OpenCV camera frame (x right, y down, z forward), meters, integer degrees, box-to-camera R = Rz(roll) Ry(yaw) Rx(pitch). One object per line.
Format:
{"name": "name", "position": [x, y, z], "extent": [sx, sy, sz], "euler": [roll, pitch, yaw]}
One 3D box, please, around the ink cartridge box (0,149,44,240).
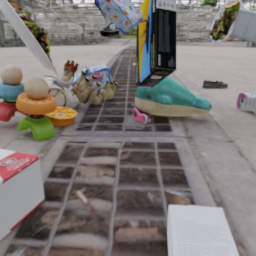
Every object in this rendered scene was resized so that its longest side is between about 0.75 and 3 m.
{"name": "ink cartridge box", "position": [-3.106, 1.112, 4.993], "extent": [2.515, 1.042, 1.846], "euler": [8, 22, 20]}

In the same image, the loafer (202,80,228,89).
{"name": "loafer", "position": [4.809, -2.412, 15.396], "extent": [1.443, 0.454, 0.518], "euler": [-2, 20, -6]}

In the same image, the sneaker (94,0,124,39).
{"name": "sneaker", "position": [-0.831, -4.141, 10.631], "extent": [2.154, 1.244, 0.808], "euler": [39, -2, 25]}

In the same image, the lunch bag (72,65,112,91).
{"name": "lunch bag", "position": [-1.965, -2.590, 14.852], "extent": [2.041, 1.300, 1.735], "euler": [-17, 19, -3]}

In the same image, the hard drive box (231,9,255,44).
{"name": "hard drive box", "position": [4.155, -2.603, 7.656], "extent": [1.576, 0.777, 2.023], "euler": [-1, 30, -23]}

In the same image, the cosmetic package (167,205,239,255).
{"name": "cosmetic package", "position": [0.987, 1.797, 3.779], "extent": [0.863, 0.606, 1.701], "euler": [2, 20, 6]}

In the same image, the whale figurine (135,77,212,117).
{"name": "whale figurine", "position": [1.677, -1.187, 10.415], "extent": [2.843, 1.475, 2.262], "euler": [11, 13, 22]}

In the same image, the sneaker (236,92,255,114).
{"name": "sneaker", "position": [5.195, -0.879, 10.805], "extent": [0.948, 0.863, 2.145], "euler": [2, 18, -16]}

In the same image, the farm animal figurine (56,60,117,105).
{"name": "farm animal figurine", "position": [-1.748, -1.661, 11.893], "extent": [2.533, 1.321, 2.506], "euler": [25, 20, -14]}

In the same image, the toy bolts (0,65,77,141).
{"name": "toy bolts", "position": [-3.088, -1.059, 9.304], "extent": [2.600, 1.803, 2.484], "euler": [19, 25, 23]}

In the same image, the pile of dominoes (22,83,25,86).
{"name": "pile of dominoes", "position": [-5.388, -2.301, 15.072], "extent": [2.999, 0.477, 2.337], "euler": [10, 23, 25]}

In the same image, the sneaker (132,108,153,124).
{"name": "sneaker", "position": [0.541, -0.430, 10.221], "extent": [0.500, 0.414, 1.048], "euler": [-4, 27, -29]}

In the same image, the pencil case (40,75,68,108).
{"name": "pencil case", "position": [-3.259, -1.375, 11.661], "extent": [1.133, 1.302, 2.912], "euler": [23, 10, -26]}

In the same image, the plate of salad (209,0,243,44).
{"name": "plate of salad", "position": [3.328, -3.747, 9.779], "extent": [0.382, 1.592, 1.592], "euler": [15, 14, -22]}

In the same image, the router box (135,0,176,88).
{"name": "router box", "position": [0.798, -2.725, 8.542], "extent": [0.669, 2.619, 1.954], "euler": [3, -8, -15]}

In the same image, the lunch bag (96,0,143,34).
{"name": "lunch bag", "position": [-0.198, -3.334, 7.915], "extent": [0.515, 1.363, 1.092], "euler": [-31, 18, 37]}

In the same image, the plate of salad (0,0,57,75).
{"name": "plate of salad", "position": [-2.817, -2.791, 8.107], "extent": [0.685, 2.850, 2.850], "euler": [-37, 30, -9]}
